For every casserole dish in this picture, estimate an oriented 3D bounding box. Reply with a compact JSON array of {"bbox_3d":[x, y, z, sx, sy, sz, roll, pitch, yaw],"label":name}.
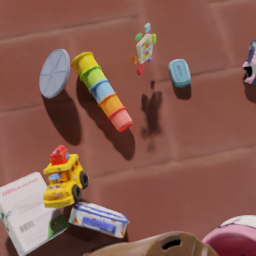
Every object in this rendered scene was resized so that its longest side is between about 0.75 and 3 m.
[{"bbox_3d":[1.555,-1.682,8.439,0.574,0.184,0.948,-13,73,5],"label":"casserole dish"}]

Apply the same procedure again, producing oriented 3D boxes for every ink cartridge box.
[{"bbox_3d":[-2.466,2.129,7.034,1.202,0.694,1.646,-22,73,-40],"label":"ink cartridge box"}]

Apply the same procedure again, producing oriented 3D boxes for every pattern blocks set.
[{"bbox_3d":[0.470,-2.182,7.808,0.105,1.297,1.140,28,75,25],"label":"pattern blocks set"}]

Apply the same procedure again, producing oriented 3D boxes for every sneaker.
[{"bbox_3d":[3.748,-2.024,8.436,0.608,0.520,1.482,0,74,-3],"label":"sneaker"}]

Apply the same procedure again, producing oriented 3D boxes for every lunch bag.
[{"bbox_3d":[-0.691,2.252,6.913,1.453,1.165,0.549,16,78,-1],"label":"lunch bag"}]

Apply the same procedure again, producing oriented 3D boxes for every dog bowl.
[{"bbox_3d":[2.557,3.295,5.938,1.009,2.736,2.736,12,71,-39],"label":"dog bowl"}]

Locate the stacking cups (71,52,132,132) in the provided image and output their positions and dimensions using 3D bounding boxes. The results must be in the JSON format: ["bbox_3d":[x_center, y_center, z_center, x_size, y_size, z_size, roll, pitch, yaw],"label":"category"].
[{"bbox_3d":[-0.682,-1.033,8.145,0.741,0.741,2.449,-34,83,-8],"label":"stacking cups"}]

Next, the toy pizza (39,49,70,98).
[{"bbox_3d":[-2.090,-1.561,8.113,1.459,0.231,1.459,-12,72,41],"label":"toy pizza"}]

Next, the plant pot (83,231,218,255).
[{"bbox_3d":[0.369,3.351,5.374,2.728,2.701,2.728,17,51,-21],"label":"plant pot"}]

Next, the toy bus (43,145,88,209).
[{"bbox_3d":[-1.609,1.119,6.781,0.884,1.303,1.251,-10,109,13],"label":"toy bus"}]
